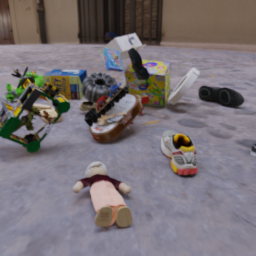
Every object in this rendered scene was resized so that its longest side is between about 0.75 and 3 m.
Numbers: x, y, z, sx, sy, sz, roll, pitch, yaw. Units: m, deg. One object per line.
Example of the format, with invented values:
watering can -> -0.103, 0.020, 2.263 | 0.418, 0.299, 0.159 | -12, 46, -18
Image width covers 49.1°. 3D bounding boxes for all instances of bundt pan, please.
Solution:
bundt pan -> -1.017, -1.512, 10.055 | 1.385, 0.520, 1.385 | 5, 48, -6

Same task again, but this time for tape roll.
tape roll -> 2.656, -1.993, 13.473 | 0.366, 2.004, 2.004 | 37, 26, -2

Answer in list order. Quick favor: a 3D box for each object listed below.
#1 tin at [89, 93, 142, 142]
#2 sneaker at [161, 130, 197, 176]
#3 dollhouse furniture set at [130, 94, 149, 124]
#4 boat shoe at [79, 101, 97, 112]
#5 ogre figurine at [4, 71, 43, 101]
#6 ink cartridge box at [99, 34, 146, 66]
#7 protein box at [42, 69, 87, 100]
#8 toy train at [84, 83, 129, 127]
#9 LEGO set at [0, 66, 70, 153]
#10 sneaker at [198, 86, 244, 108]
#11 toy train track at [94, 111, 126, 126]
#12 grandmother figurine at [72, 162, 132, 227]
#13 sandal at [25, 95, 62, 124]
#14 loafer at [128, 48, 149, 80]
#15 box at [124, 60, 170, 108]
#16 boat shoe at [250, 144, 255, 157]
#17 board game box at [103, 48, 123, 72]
tin -> -0.481, -0.442, 10.500 | 1.311, 0.490, 2.341 | 17, 56, 45
sneaker -> 1.647, 0.540, 8.811 | 0.916, 0.967, 2.354 | -3, 21, -8
dollhouse furniture set -> 0.263, -0.810, 12.203 | 1.866, 1.004, 0.759 | -14, 26, -40
boat shoe -> -1.580, -1.081, 13.101 | 1.418, 0.461, 0.512 | -6, 65, -27
ogre figurine -> -5.564, -2.355, 15.720 | 1.683, 1.377, 2.806 | -15, 4, 11
ink cartridge box -> -0.212, -3.570, 12.611 | 1.200, 0.690, 2.049 | -29, 4, 40
protein box -> -3.503, -2.506, 15.895 | 1.972, 1.330, 1.957 | 2, 22, 4
toy train -> -0.600, -0.609, 7.219 | 1.773, 0.406, 0.302 | -38, 9, 37
LEGO set -> -3.264, -0.591, 9.111 | 1.946, 2.530, 1.466 | 21, 17, -47
sneaker -> 4.962, -1.741, 14.623 | 1.167, 0.976, 2.571 | -8, 24, -36
toy train track -> -0.625, -0.321, 9.920 | 1.258, 0.205, 0.722 | -14, 37, 19
grandmother figurine -> -0.667, 1.514, 6.895 | 1.403, 0.701, 2.314 | 16, 13, -19
sandal -> -3.941, -1.134, 12.901 | 1.138, 1.021, 3.103 | -16, 27, -35
loafer -> 0.290, -2.341, 10.489 | 0.481, 1.330, 0.484 | -5, 32, 43
box -> 1.007, -2.220, 13.933 | 1.980, 1.907, 1.208 | 10, 46, 17
boat shoe -> 4.599, 0.787, 8.890 | 1.302, 0.445, 0.481 | 17, 27, 36
board game box -> -0.508, -2.271, 9.393 | 0.581, 0.764, 0.172 | 0, -19, -35
